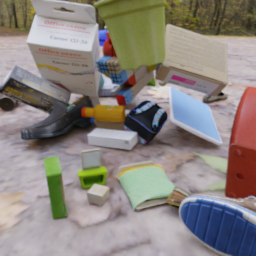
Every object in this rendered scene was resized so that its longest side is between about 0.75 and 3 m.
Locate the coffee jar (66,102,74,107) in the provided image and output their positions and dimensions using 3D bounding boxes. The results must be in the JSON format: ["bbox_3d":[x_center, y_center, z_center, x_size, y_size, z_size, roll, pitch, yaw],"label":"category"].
[{"bbox_3d":[-2.397,-0.861,10.995,0.762,0.325,0.397,4,23,7],"label":"coffee jar"}]

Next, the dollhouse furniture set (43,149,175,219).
[{"bbox_3d":[-0.285,0.962,5.725,2.663,1.028,1.331,-7,24,-17],"label":"dollhouse furniture set"}]

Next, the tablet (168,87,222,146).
[{"bbox_3d":[2.001,-0.453,8.772,1.660,0.174,2.551,25,29,-8],"label":"tablet"}]

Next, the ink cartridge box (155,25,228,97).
[{"bbox_3d":[1.728,-1.822,7.611,1.831,0.688,1.508,15,61,-9],"label":"ink cartridge box"}]

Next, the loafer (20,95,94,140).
[{"bbox_3d":[-2.133,-0.323,8.657,0.984,0.977,2.703,-1,15,39],"label":"loafer"}]

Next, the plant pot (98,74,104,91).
[{"bbox_3d":[-1.759,-2.323,12.185,1.405,1.376,1.405,-15,44,15],"label":"plant pot"}]

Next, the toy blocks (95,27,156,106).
[{"bbox_3d":[-0.115,-1.933,8.023,1.338,2.677,1.830,13,45,33],"label":"toy blocks"}]

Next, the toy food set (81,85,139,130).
[{"bbox_3d":[-0.453,-0.744,9.301,1.256,1.333,2.792,4,34,12],"label":"toy food set"}]

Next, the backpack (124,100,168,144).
[{"bbox_3d":[0.565,-0.238,8.300,1.058,0.780,1.159,35,46,10],"label":"backpack"}]

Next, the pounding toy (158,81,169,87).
[{"bbox_3d":[1.829,-2.308,11.062,1.463,0.679,1.129,-36,-6,42],"label":"pounding toy"}]

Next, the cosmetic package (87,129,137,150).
[{"bbox_3d":[-0.448,0.316,8.065,1.339,0.339,0.553,6,26,24],"label":"cosmetic package"}]

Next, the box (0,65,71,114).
[{"bbox_3d":[-2.963,-1.120,8.890,1.865,0.451,1.477,26,-25,-31],"label":"box"}]

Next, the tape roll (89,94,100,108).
[{"bbox_3d":[-1.355,-1.445,10.423,0.336,1.841,1.841,-16,25,-5],"label":"tape roll"}]

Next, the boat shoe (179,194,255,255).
[{"bbox_3d":[2.068,1.621,4.535,2.459,0.888,0.890,18,23,16],"label":"boat shoe"}]

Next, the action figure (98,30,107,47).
[{"bbox_3d":[-1.099,-2.660,9.186,2.967,0.968,1.469,10,64,20],"label":"action figure"}]

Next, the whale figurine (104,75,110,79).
[{"bbox_3d":[-0.160,-2.106,9.400,1.438,0.746,1.144,-4,32,1],"label":"whale figurine"}]

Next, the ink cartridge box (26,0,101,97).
[{"bbox_3d":[-1.738,-2.120,8.011,1.728,2.967,1.001,7,66,1],"label":"ink cartridge box"}]

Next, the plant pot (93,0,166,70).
[{"bbox_3d":[0.203,-2.198,6.407,1.669,1.535,1.669,-11,21,4],"label":"plant pot"}]

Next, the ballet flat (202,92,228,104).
[{"bbox_3d":[3.822,-1.399,12.212,1.625,0.377,0.547,-16,28,-33],"label":"ballet flat"}]

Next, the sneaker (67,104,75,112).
[{"bbox_3d":[-1.932,-0.415,8.850,0.778,0.302,0.310,-43,79,-10],"label":"sneaker"}]

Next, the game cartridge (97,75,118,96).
[{"bbox_3d":[-0.655,-2.112,13.815,1.809,0.536,2.791,-6,24,-3],"label":"game cartridge"}]

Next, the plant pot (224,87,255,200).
[{"bbox_3d":[2.958,0.602,5.563,2.070,2.069,1.825,17,38,35],"label":"plant pot"}]

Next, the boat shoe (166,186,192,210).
[{"bbox_3d":[1.266,1.553,5.234,1.146,0.412,0.390,24,61,30],"label":"boat shoe"}]

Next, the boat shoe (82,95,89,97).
[{"bbox_3d":[-1.839,-1.351,12.015,0.285,0.236,0.794,-5,35,3],"label":"boat shoe"}]

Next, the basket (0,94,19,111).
[{"bbox_3d":[-4.791,-1.132,11.204,0.949,0.716,1.053,-15,28,-5],"label":"basket"}]
